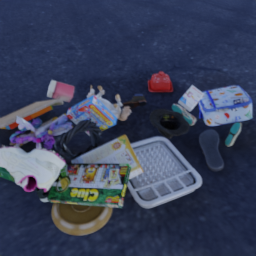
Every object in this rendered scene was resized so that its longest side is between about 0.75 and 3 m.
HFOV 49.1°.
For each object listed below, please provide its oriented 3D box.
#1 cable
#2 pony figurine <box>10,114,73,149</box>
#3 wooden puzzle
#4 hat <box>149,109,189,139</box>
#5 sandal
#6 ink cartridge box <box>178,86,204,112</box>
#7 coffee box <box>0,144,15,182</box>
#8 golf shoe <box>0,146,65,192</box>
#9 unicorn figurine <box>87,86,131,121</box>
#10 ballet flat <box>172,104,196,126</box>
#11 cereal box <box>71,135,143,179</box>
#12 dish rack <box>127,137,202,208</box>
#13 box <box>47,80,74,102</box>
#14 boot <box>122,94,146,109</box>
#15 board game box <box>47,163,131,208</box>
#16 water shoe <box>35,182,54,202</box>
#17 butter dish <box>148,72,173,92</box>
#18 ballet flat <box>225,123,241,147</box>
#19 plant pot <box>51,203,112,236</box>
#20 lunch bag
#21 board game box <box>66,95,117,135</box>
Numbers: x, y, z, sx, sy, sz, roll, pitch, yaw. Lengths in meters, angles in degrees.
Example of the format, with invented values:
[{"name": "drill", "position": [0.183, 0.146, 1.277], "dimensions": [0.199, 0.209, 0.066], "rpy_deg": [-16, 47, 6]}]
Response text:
[{"name": "cable", "position": [-1.599, 0.433, 9.548], "dimensions": [0.493, 1.942, 1.585], "rpy_deg": [39, 84, 30]}, {"name": "pony figurine", "position": [-3.334, 0.260, 10.745], "dimensions": [2.368, 1.972, 2.286], "rpy_deg": [-23, 12, -21]}, {"name": "wooden puzzle", "position": [-4.470, -0.528, 11.852], "dimensions": [2.904, 0.541, 2.687], "rpy_deg": [-26, 17, -32]}, {"name": "hat", "position": [1.629, -0.046, 11.560], "dimensions": [1.759, 0.710, 1.759], "rpy_deg": [8, 36, -6]}, {"name": "sandal", "position": [3.185, 0.874, 10.837], "dimensions": [0.778, 0.438, 2.045], "rpy_deg": [-6, 44, 13]}, {"name": "ink cartridge box", "position": [2.290, -1.073, 10.183], "dimensions": [0.559, 0.327, 0.774], "rpy_deg": [39, 76, 11]}, {"name": "coffee box", "position": [-4.454, 1.253, 10.299], "dimensions": [1.861, 0.409, 1.144], "rpy_deg": [16, 41, 20]}, {"name": "golf shoe", "position": [-3.394, 1.308, 8.939], "dimensions": [2.830, 1.066, 1.295], "rpy_deg": [0, 59, 28]}, {"name": "unicorn figurine", "position": [-1.127, -1.137, 12.462], "dimensions": [0.991, 1.843, 2.683], "rpy_deg": [-41, 80, -18]}, {"name": "ballet flat", "position": [2.527, -0.613, 12.594], "dimensions": [0.427, 0.505, 1.336], "rpy_deg": [-24, 61, -35]}, {"name": "cereal box", "position": [-0.731, 1.272, 9.248], "dimensions": [2.094, 0.414, 1.507], "rpy_deg": [-26, 50, 0]}, {"name": "dish rack", "position": [0.890, 1.526, 9.776], "dimensions": [2.395, 0.608, 2.791], "rpy_deg": [-16, 41, -18]}, {"name": "box", "position": [-2.548, -1.370, 10.584], "dimensions": [0.880, 0.563, 0.480], "rpy_deg": [13, 68, -21]}, {"name": "boot", "position": [0.266, -1.285, 13.428], "dimensions": [1.168, 0.436, 0.566], "rpy_deg": [-5, 52, -1]}, {"name": "board game box", "position": [-1.203, 1.696, 8.511], "dimensions": [2.512, 0.295, 1.316], "rpy_deg": [-4, 55, 25]}, {"name": "water shoe", "position": [-2.353, 1.707, 9.401], "dimensions": [0.611, 0.675, 1.710], "rpy_deg": [-2, 32, 33]}, {"name": "butter dish", "position": [1.701, -2.495, 14.671], "dimensions": [1.266, 0.936, 1.262], "rpy_deg": [1, 39, 0]}, {"name": "ballet flat", "position": [4.193, 0.249, 11.098], "dimensions": [0.339, 1.087, 0.367], "rpy_deg": [6, 29, -36]}, {"name": "plant pot", "position": [-1.461, 2.462, 8.887], "dimensions": [1.933, 0.266, 1.933], "rpy_deg": [1, 37, 0]}, {"name": "lunch bag", "position": [4.078, -0.989, 12.155], "dimensions": [2.121, 1.000, 2.646], "rpy_deg": [-8, 22, 11]}, {"name": "board game box", "position": [-1.419, -0.432, 10.963], "dimensions": [1.391, 1.420, 0.397], "rpy_deg": [-24, 38, 31]}]
